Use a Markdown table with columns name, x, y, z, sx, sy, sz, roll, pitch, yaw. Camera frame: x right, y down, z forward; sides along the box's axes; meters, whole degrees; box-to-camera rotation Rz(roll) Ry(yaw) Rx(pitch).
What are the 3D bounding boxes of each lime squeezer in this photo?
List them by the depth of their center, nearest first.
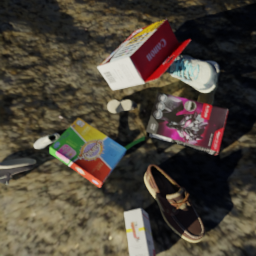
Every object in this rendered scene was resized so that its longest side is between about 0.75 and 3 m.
| name | x | y | z | sx | sy | sz | roll | pitch | yaw |
| --- | --- | --- | --- | --- | --- | --- | --- | --- | --- |
| lime squeezer | -0.699 | 0.614 | 9.091 | 2.453 | 0.463 | 0.866 | 5 | 99 | -3 |

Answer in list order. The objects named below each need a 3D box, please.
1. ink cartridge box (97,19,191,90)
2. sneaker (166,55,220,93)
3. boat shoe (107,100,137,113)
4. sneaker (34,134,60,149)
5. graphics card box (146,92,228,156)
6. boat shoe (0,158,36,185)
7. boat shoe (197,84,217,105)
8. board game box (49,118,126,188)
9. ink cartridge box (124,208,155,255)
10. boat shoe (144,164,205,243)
| name | x | y | z | sx | sy | sz | roll | pitch | yaw |
| --- | --- | --- | --- | --- | --- | --- | --- | --- | --- |
| ink cartridge box | 0.603 | -2.678 | 10.018 | 2.299 | 1.098 | 2.618 | -3 | 40 | 47 |
| sneaker | 2.043 | -1.984 | 9.904 | 1.223 | 1.100 | 2.833 | 4 | 19 | -24 |
| boat shoe | -0.219 | -0.754 | 9.934 | 0.407 | 1.296 | 0.471 | 3 | 88 | -43 |
| sneaker | -2.735 | 0.416 | 9.351 | 0.910 | 0.452 | 0.355 | -28 | 86 | -11 |
| graphics card box | 1.967 | -0.160 | 9.456 | 2.458 | 0.625 | 1.542 | 16 | 76 | 11 |
| boat shoe | -3.934 | 1.449 | 8.805 | 2.087 | 0.758 | 0.655 | -11 | 102 | -13 |
| boat shoe | 2.936 | -1.361 | 10.361 | 0.569 | 0.605 | 1.589 | 12 | 56 | 19 |
| board game box | -1.186 | 0.701 | 8.432 | 1.830 | 0.369 | 1.400 | 32 | 54 | 7 |
| ink cartridge box | 0.322 | 2.919 | 7.539 | 0.518 | 0.901 | 1.242 | -16 | 57 | 10 |
| boat shoe | 1.329 | 2.097 | 8.092 | 0.903 | 0.901 | 2.502 | -26 | 63 | -15 |
